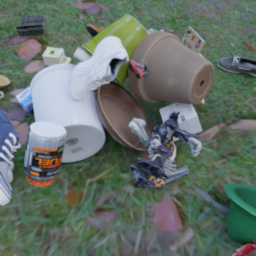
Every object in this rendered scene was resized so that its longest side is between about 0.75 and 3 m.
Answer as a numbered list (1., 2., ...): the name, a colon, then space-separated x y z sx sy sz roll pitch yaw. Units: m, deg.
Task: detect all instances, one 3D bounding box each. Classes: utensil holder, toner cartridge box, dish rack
1. utensil holder: -2.127 -0.497 9.784 2.295 2.295 2.701 -13 54 -10
2. toner cartridge box: -3.525 -1.395 11.131 1.663 0.359 0.790 -37 60 -8
3. dish rack: -5.126 -5.582 14.873 1.418 0.504 1.848 -5 52 -5

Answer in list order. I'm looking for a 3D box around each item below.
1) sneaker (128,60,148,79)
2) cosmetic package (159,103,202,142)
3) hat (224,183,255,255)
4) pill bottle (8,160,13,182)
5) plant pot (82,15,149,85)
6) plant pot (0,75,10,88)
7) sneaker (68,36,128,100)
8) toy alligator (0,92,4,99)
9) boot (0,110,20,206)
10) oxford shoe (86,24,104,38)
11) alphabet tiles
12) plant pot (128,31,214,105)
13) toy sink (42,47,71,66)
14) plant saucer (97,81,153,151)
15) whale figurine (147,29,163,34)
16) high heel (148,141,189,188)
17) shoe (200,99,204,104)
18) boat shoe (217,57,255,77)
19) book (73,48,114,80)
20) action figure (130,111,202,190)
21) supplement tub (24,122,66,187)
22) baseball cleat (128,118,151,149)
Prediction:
1. sneaker: 0.323 -1.886 8.860 0.460 0.333 0.942 -18 47 -17
2. cosmetic package: 1.910 -0.281 10.195 1.167 0.963 0.962 -23 49 12
3. hat: 3.386 3.248 8.040 2.911 2.562 2.411 17 12 -7
4. pill bottle: -4.357 1.138 9.383 0.903 0.903 1.508 -19 56 -14
5. plant pot: -0.256 -2.862 9.902 1.884 1.956 1.956 -46 61 4
6. plant pot: -5.887 -2.000 11.831 1.634 0.225 1.634 16 22 -7
7. sneaker: -0.926 -1.633 8.275 2.264 0.843 0.986 -46 56 19
8. toy alligator: -6.100 -1.432 11.608 2.217 0.657 0.601 4 12 3
9. boot: -3.169 0.587 6.966 1.156 0.931 2.559 -28 64 -22
10. oxford shoe: -1.197 -3.915 11.466 0.466 1.308 0.466 5 79 39
11. alphabet tiles: 2.101 -2.529 10.984 0.095 2.515 2.102 3 42 -25
12. plant pot: 1.612 -1.804 9.620 2.536 2.536 2.212 -38 49 -26
13. toy sink: -3.304 -3.283 13.009 1.063 0.596 0.693 10 53 8
14. plant saucer: -0.181 -0.364 9.897 0.520 2.841 2.841 -33 46 28
15. whale figurine: 1.010 -3.531 10.622 0.839 0.667 0.435 -10 51 32
16. high heel: 1.005 1.059 9.631 1.420 0.711 1.992 -22 52 -5
17. shoe: 2.547 -1.042 10.328 0.755 0.202 0.264 10 15 -40
18. boat shoe: 5.350 -2.860 12.602 2.514 0.716 0.840 19 54 14
19. book: -1.189 -2.226 9.891 1.562 1.043 0.375 31 91 -17
20. action figure: 1.217 0.662 8.506 1.452 1.692 2.846 37 46 3
21. supplement tub: -2.266 0.714 7.561 0.973 1.588 0.973 13 22 -5
22. baseball cleat: 0.521 0.133 9.475 0.405 1.163 0.619 -10 37 50
